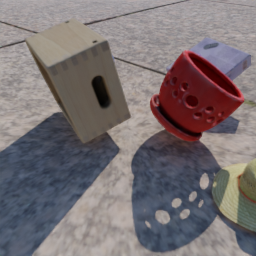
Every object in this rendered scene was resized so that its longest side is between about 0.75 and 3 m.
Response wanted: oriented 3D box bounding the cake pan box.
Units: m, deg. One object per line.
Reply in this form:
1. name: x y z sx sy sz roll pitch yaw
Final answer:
1. cake pan box: 2.623 -2.030 9.415 2.117 0.554 1.949 -39 45 -11

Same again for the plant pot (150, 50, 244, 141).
1. plant pot: 1.689 -0.734 7.327 1.953 1.778 1.953 28 29 -17

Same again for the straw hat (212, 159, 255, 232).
1. straw hat: 2.810 1.082 5.834 2.086 0.883 2.086 -1 32 1

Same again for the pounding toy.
1. pounding toy: -1.111 -1.348 8.029 2.131 2.998 2.760 -29 42 -13
